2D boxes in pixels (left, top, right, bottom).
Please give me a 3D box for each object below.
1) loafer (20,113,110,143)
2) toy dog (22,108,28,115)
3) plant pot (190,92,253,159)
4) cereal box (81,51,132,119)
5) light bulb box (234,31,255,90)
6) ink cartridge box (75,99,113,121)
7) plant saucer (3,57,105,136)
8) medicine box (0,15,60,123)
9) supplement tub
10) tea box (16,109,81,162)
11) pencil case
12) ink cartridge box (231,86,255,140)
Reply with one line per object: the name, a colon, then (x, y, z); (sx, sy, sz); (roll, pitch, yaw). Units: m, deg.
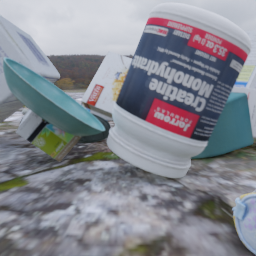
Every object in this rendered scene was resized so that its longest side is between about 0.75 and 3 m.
loafer: (-1.329, -0.076, 6.021); (1.884, 0.677, 0.593); (4, 7, -25)
toy dog: (-2.979, -0.537, 9.023); (0.564, 0.412, 0.855); (-10, -17, 13)
plant pot: (1.353, -0.018, 5.115); (1.364, 0.964, 0.964); (-19, 16, -17)
cereal box: (0.153, -0.791, 6.375); (2.039, 1.467, 0.403); (22, -17, 13)
light bulb box: (2.631, -1.219, 7.480); (2.273, 2.293, 1.431); (11, -26, 48)
ink cartridge box: (-1.110, -0.666, 9.961); (1.127, 0.661, 1.539); (-5, 15, -29)
plant saucer: (-1.059, -0.352, 3.903); (1.638, 0.294, 1.638); (37, 4, -3)
medicine box: (-2.879, -0.818, 5.606); (2.506, 1.290, 2.282); (-36, 10, 2)
supplement tub: (0.624, -0.486, 3.866); (1.407, 2.005, 1.407); (21, 12, -4)
tea box: (-1.289, -0.030, 4.691); (0.849, 0.577, 0.863); (38, 8, -20)
pencil case: (1.458, 0.681, 2.319); (1.244, 0.517, 0.564); (-5, 9, -29)
ink cartridge box: (2.530, -0.245, 5.569); (1.607, 0.925, 0.545); (12, -1, 5)
